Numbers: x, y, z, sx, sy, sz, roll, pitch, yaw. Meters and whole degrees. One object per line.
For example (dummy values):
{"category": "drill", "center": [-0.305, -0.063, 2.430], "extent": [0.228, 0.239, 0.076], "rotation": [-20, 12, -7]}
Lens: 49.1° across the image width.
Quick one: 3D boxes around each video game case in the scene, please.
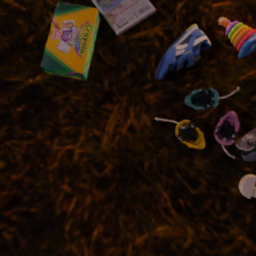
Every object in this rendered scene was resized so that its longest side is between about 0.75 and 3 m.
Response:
{"category": "video game case", "center": [-0.314, -4.198, 9.094], "extent": [1.489, 0.187, 2.079], "rotation": [-34, 82, -5]}

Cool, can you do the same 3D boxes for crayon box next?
{"category": "crayon box", "center": [-1.723, -2.631, 8.569], "extent": [1.286, 0.631, 2.166], "rotation": [11, 80, 2]}

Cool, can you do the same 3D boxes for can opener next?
{"category": "can opener", "center": [4.256, 0.109, 8.193], "extent": [2.426, 0.647, 0.811], "rotation": [-30, 114, -6]}

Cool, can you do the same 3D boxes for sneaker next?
{"category": "sneaker", "center": [1.645, -2.163, 8.435], "extent": [0.859, 0.773, 2.089], "rotation": [43, 83, 5]}

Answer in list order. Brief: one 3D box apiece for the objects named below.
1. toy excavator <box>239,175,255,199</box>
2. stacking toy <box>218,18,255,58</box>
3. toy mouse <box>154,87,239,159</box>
{"category": "toy excavator", "center": [4.558, 1.612, 7.663], "extent": [2.165, 1.112, 2.227], "rotation": [44, 91, 8]}
{"category": "stacking toy", "center": [3.351, -2.975, 8.673], "extent": [0.839, 0.794, 1.446], "rotation": [-38, 70, -4]}
{"category": "toy mouse", "center": [2.410, -0.316, 8.148], "extent": [2.518, 0.487, 2.238], "rotation": [39, 88, 1]}
